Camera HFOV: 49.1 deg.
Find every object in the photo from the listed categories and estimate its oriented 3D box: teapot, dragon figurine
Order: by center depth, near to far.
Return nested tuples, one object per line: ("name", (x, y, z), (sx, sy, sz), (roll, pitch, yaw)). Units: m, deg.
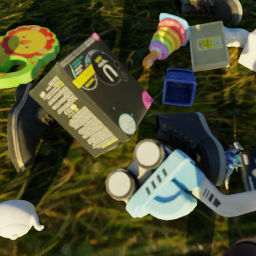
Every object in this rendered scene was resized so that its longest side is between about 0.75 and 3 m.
("teapot", (-2.339, 1.936, 5.697), (0.886, 0.897, 0.655), (27, 34, -38))
("dragon figurine", (2.569, 0.858, 6.877), (0.618, 0.366, 1.242), (1, 52, 1))

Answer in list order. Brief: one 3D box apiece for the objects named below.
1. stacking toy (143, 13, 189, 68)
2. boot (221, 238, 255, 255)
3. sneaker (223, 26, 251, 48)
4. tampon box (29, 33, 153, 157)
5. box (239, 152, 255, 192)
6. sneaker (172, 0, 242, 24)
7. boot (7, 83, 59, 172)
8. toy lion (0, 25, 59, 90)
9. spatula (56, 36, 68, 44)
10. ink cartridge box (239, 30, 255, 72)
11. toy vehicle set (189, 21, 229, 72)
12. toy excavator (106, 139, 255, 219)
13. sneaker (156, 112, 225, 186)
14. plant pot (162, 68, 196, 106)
("stacking toy", (1.129, -2.785, 9.510), (1.113, 1.177, 2.028), (29, 68, 22))
("boot", (1.060, 2.574, 3.793), (0.883, 2.439, 2.029), (37, 21, 32))
("sneaker", (3.545, -3.172, 9.998), (1.760, 0.673, 0.711), (25, 62, 27))
("tampon box", (-0.789, -0.741, 6.704), (2.196, 1.386, 1.646), (46, 45, -15))
("box", (3.223, 1.137, 6.712), (0.933, 0.270, 1.174), (3, 51, 2))
("sneaker", (3.038, -4.661, 11.026), (1.499, 1.055, 2.822), (-26, 48, -12))
("boot", (-1.973, -0.239, 7.375), (1.955, 1.095, 2.827), (-3, 52, -9))
("toy lion", (-3.563, -2.422, 9.192), (2.590, 0.928, 2.702), (-9, 53, -12))
("spatula", (-3.323, -2.869, 9.949), (2.471, 0.254, 0.698), (-20, 54, -15))
("ink cartridge box", (4.727, -2.675, 9.191), (1.623, 1.174, 1.194), (-38, 61, -25))
("toy vehicle set", (2.704, -2.783, 9.490), (1.154, 0.246, 1.858), (-5, 61, 13))
("toy excavator", (1.257, 1.206, 5.525), (2.480, 1.274, 2.551), (-48, 67, 5))
("sneaker", (1.389, 0.467, 6.739), (1.252, 0.882, 2.357), (0, 35, -7))
("plant pot", (1.495, -1.248, 8.274), (0.900, 0.900, 0.809), (6, 44, 5))
